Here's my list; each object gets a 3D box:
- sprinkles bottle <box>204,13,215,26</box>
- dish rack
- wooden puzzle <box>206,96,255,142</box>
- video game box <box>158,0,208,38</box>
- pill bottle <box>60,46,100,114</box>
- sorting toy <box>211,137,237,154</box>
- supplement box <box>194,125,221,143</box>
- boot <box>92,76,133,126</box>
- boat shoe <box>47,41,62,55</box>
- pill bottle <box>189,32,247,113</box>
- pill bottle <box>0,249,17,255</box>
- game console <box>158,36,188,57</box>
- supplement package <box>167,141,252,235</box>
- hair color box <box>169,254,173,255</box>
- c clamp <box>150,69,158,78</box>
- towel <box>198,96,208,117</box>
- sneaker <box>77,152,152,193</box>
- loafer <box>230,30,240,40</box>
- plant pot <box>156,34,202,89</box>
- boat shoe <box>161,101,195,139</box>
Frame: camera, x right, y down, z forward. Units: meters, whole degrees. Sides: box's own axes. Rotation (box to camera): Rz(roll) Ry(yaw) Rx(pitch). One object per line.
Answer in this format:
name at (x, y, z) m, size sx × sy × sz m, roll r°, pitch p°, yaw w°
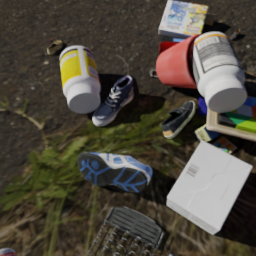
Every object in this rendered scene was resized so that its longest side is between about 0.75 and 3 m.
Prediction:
sprinkles bottle at (4.061, -6.444, 16.213) m, size 1.825 × 0.623 × 0.623 m, roll 21°, pitch 56°, yaw 15°
dish rack at (-0.216, 3.751, 8.496) m, size 2.116 × 0.753 × 2.759 m, roll 23°, pitch 56°, yaw 15°
wooden puzzle at (4.421, -0.595, 10.918) m, size 2.603 × 0.524 × 2.814 m, roll 14°, pitch 44°, yaw 4°
video game box at (3.058, -5.972, 15.557) m, size 2.301 × 0.539 × 2.096 m, roll 14°, pitch 75°, yaw 11°
pill bottle at (-2.088, -2.105, 12.244) m, size 1.593 × 1.593 × 2.788 m, roll -10°, pitch 56°, yaw -7°
sorting toy at (3.797, 0.736, 11.109) m, size 0.791 × 0.144 × 0.732 m, roll -31°, pitch 57°, yaw -21°
supplement box at (3.236, 0.124, 11.061) m, size 0.829 × 0.829 × 0.557 m, roll -28°, pitch 85°, yaw -20°
boot at (-0.664, -1.206, 11.970) m, size 0.896 × 1.113 × 2.464 m, roll 29°, pitch 58°, yaw 20°
boat shoe at (-3.848, -4.300, 14.769) m, size 0.416 × 0.355 × 1.134 m, roll 19°, pitch 55°, yaw 13°
pill bottle at (3.419, -2.135, 10.757) m, size 1.719 × 1.719 × 2.954 m, roll -3°, pitch 55°, yaw -2°
pill bottle at (-3.184, 4.595, 7.493) m, size 1.299 × 1.299 × 2.332 m, roll -33°, pitch 60°, yaw -22°
game console at (3.037, -4.216, 13.863) m, size 2.884 × 1.712 × 2.486 m, roll 8°, pitch 54°, yaw 6°
supplement package at (2.611, 1.959, 9.254) m, size 1.794 × 1.277 × 2.303 m, roll 29°, pitch 69°, yaw 20°
hair color box at (1.071, 4.519, 7.698) m, size 0.872 × 0.534 × 1.761 m, roll 30°, pitch 78°, yaw 22°
c clamp at (1.502, -2.547, 13.595) m, size 0.987 × 0.134 × 0.844 m, roll 14°, pitch 54°, yaw 10°
towel at (3.858, -0.845, 12.198) m, size 1.612 × 0.399 × 1.190 m, roll 11°, pitch 47°, yaw 8°
sneaker at (-0.515, 1.507, 10.104) m, size 2.941 × 1.113 × 1.133 m, roll 15°, pitch 19°, yaw 23°
loafer at (5.881, -5.128, 15.420) m, size 0.312 × 0.310 × 0.857 m, roll 32°, pitch 60°, yaw 21°
plant pot at (2.482, -2.741, 12.291) m, size 2.267 × 2.267 × 2.006 m, roll -46°, pitch 26°, yaw -28°
boat shoe at (2.069, -0.493, 11.504) m, size 2.183 × 0.814 × 0.679 m, roll -47°, pitch 111°, yaw -30°
